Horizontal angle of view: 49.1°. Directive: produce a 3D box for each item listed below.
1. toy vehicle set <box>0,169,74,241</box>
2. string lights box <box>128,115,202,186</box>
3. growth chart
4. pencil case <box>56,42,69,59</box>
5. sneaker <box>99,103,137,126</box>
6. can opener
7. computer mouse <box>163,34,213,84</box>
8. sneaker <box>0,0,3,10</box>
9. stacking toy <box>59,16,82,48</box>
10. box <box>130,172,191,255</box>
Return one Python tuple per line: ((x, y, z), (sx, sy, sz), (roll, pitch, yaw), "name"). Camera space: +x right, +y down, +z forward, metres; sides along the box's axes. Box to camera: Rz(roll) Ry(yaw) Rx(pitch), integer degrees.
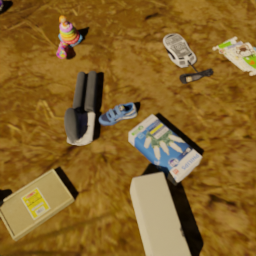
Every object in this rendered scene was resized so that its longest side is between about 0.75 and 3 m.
((-2.554, 2.074, 7.726), (1.800, 0.239, 1.118), (-32, 63, -19), "toy vehicle set")
((1.066, 0.629, 8.443), (1.038, 0.595, 2.020), (-38, 65, -21), "string lights box")
((4.529, -2.822, 10.907), (1.486, 0.182, 2.054), (-34, 64, -21), "growth chart")
((-2.505, -2.968, 10.691), (0.392, 0.392, 0.886), (-5, 37, -3), "pencil case")
((-0.347, -0.489, 9.198), (1.326, 0.545, 0.490), (-21, 62, -11), "sneaker")
((-1.491, -0.821, 9.097), (0.800, 1.002, 2.998), (-3, 58, 6), "can opener")
((2.104, -2.640, 10.624), (1.257, 0.503, 2.292), (-23, 66, -9), "computer mouse")
((-6.887, -5.323, 11.713), (2.960, 1.472, 1.029), (-15, 58, -9), "sneaker")
((-2.344, -3.802, 10.741), (0.799, 1.377, 0.756), (-33, 76, -7), "stacking toy")
((0.777, 2.509, 6.970), (0.879, 1.057, 2.572), (-9, 59, -10), "box")
